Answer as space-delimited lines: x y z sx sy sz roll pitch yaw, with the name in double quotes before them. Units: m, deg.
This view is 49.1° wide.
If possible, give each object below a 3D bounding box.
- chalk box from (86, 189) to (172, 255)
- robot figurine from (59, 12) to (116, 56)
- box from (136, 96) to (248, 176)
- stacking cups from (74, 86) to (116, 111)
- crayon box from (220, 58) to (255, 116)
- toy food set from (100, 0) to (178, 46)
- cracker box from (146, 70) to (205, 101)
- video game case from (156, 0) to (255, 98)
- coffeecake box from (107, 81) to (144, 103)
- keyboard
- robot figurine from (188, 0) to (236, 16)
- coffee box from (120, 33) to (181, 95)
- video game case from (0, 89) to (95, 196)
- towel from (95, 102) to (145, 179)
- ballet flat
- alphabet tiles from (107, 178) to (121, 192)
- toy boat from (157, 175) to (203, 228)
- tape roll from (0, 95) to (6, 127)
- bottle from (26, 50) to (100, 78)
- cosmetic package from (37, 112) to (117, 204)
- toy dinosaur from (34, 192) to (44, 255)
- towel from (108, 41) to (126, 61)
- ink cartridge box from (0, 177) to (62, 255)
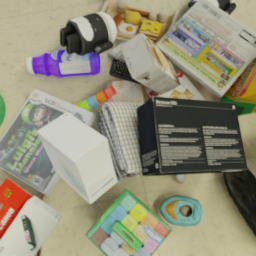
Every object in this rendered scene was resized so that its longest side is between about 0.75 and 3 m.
"chalk box" 0.036 2.583 7.028 1.501 2.413 1.494 41 77 11
"robot figurine" -1.193 -2.828 8.500 1.754 1.094 1.317 -29 106 -28
"box" 1.674 0.270 7.423 2.658 1.048 1.876 2 76 -23
"stacking cups" -1.082 -0.859 8.903 1.493 0.452 0.452 -28 74 11
"crayon box" 3.947 -1.363 7.987 0.715 2.817 1.788 35 76 -10
"toy food set" 0.351 -3.789 9.620 2.519 0.761 1.808 14 57 4
"cracker box" 1.693 -0.681 8.986 1.365 0.588 2.038 -33 74 -10
"video game case" 2.556 -2.563 8.718 2.562 0.283 2.333 41 81 11
"coffeecake box" -0.093 -1.072 9.209 1.148 0.419 0.881 -3 73 -1
"keyboard" 0.266 -1.838 8.896 1.637 0.210 0.983 15 56 -7
"robot figurine" 2.908 -4.273 9.860 1.347 1.119 1.793 46 77 -5
"coffee box" 0.671 -1.707 7.824 0.727 1.823 1.042 -28 70 24
"video game case" -2.635 0.303 8.481 2.433 0.313 2.677 23 75 23
"towel" 0.148 0.340 8.100 1.812 0.937 2.189 -3 66 -41
"ballet flat" 3.495 2.235 8.122 0.960 0.820 2.888 -18 67 -8
"alphabet tiles" -0.545 1.281 8.189 0.082 1.123 1.098 2 77 38
"toy boat" 1.490 2.051 8.040 1.291 0.713 1.535 0 69 11
"tape roll" -5.075 -0.534 9.004 2.090 0.502 2.090 0 72 0
"bottle" -2.110 -2.141 9.294 2.357 0.769 0.984 -4 45 0
"cosmetic package" -1.189 0.700 6.686 0.943 1.535 1.530 -36 47 -29
"toy dinosaur" -2.723 2.873 7.586 1.160 1.831 2.702 -9 40 25
"towel" 0.396 -2.587 9.581 1.636 0.283 1.575 -38 62 -11
"ink cartridge box" -2.675 2.308 6.406 1.582 0.397 1.823 36 98 -3
